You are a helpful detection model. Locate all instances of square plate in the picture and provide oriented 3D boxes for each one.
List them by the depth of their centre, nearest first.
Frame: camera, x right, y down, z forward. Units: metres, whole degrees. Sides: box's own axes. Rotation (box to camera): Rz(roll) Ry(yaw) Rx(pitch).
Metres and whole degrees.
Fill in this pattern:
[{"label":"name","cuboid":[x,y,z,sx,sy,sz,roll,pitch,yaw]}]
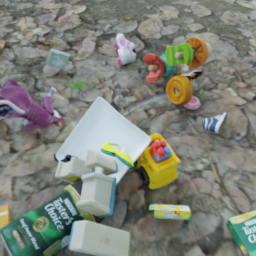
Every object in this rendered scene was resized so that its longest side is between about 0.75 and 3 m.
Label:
[{"label":"square plate","cuboid":[-0.871,0.692,9.053,2.640,0.375,2.615,40,95,32]}]

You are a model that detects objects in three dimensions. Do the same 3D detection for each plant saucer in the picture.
[{"label":"plant saucer","cuboid":[2.666,-1.086,11.784,0.755,0.191,0.755,1,45,-1]}]

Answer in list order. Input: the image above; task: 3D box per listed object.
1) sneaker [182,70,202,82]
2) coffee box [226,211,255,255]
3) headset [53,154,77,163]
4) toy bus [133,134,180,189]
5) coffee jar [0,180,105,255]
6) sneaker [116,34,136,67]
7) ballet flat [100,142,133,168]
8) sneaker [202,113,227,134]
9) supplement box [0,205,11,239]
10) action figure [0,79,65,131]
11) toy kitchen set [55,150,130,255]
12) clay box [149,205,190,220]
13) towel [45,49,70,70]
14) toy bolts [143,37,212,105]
[{"label":"sneaker","cuboid":[2.720,-2.132,12.034,1.073,0.375,0.483,-15,43,-7]},{"label":"coffee box","cuboid":[3.561,3.146,7.462,1.110,0.397,1.805,-11,46,-11]},{"label":"headset","cuboid":[-2.050,1.037,9.187,0.852,0.400,0.526,-2,20,22]},{"label":"toy bus","cuboid":[0.816,0.787,8.832,1.177,1.665,1.735,-22,57,-17]},{"label":"coffee jar","cuboid":[-1.915,2.564,7.530,2.609,1.113,1.361,-31,54,-27]},{"label":"sneaker","cuboid":[-0.101,-3.955,14.209,0.978,0.902,2.218,-4,54,-6]},{"label":"ballet flat","cuboid":[-0.280,0.735,8.349,1.332,0.445,0.447,23,68,39]},{"label":"sneaker","cuboid":[3.270,-0.252,10.615,0.725,0.469,1.337,10,31,30]},{"label":"supplement box","cuboid":[-3.532,2.682,8.000,0.304,0.294,0.885,-14,47,-13]},{"label":"action figure","cuboid":[-3.419,-0.677,10.000,2.662,1.783,1.982,25,10,-27]},{"label":"toy kitchen set","cuboid":[-1.098,2.159,7.791,2.047,1.505,2.555,-22,49,40]},{"label":"clay box","cuboid":[1.148,2.350,7.840,1.113,0.640,0.265,0,87,6]},{"label":"towel","cuboid":[-3.306,-3.203,13.130,0.954,0.817,0.230,11,41,-32]},{"label":"toy bolts","cuboid":[2.271,-2.447,12.181,1.934,2.663,2.788,-15,15,-33]}]
